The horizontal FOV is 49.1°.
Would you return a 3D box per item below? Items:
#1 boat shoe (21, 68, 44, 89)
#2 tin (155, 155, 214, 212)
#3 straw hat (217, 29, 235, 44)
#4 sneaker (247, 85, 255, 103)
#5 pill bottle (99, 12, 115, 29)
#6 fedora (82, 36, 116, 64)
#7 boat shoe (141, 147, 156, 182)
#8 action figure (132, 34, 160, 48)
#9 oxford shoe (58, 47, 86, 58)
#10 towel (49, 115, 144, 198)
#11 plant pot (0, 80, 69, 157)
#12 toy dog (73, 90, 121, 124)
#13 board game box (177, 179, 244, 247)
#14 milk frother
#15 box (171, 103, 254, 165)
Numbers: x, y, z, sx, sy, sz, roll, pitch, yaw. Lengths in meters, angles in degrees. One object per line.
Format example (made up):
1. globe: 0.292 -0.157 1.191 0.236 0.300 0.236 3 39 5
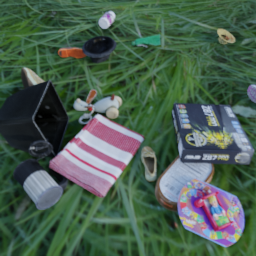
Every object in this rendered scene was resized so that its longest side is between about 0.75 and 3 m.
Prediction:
1. boat shoe: -3.867 -1.775 12.057 0.905 0.852 2.377 -16 56 -33
2. tin: 1.853 1.645 9.052 1.315 0.492 2.349 34 55 22
3. straw hat: 5.077 -4.713 14.884 1.077 0.456 1.077 12 55 -17
4. sneaker: 5.717 -1.267 11.669 0.679 0.618 1.536 -24 56 -29
5. pill bottle: -1.200 -6.272 16.199 0.637 0.637 1.135 16 49 14
6. fedora: -1.377 -3.740 13.744 1.767 0.807 1.767 -1 50 1
7. boat shoe: 0.740 1.137 9.502 0.510 0.436 1.391 -6 48 -5
8. action figure: 0.935 -4.517 14.741 1.504 0.411 0.889 -3 48 7
9. oxford shoe: -2.737 -3.872 14.082 1.490 0.531 0.543 5 43 5
10. towel: -0.975 0.790 9.677 2.122 0.335 2.947 26 48 15
11. plant pot: -3.436 -0.258 9.890 1.761 1.985 1.980 -4 47 10
12. toy dog: -1.182 -0.988 11.119 1.947 0.938 1.284 -12 48 -11
13. board game box: 2.468 2.352 8.068 2.065 0.402 1.632 24 55 3
14. milk frother: -2.622 1.383 8.563 1.367 1.514 1.424 -33 56 -31
15. box: 2.821 0.127 9.934 2.257 0.688 2.800 4 36 -1
